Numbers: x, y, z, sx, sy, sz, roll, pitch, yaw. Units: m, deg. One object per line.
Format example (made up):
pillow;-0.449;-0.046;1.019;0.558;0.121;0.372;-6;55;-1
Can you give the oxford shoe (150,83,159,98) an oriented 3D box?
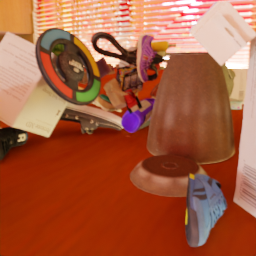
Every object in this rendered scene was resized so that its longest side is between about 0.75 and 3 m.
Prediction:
oxford shoe;1.448;-1.104;9.386;0.720;0.721;2.021;49;26;25

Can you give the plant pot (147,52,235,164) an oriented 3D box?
plant pot;1.646;-0.671;7.289;2.337;2.500;2.337;-1;17;0

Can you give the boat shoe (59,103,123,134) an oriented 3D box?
boat shoe;-1.400;-0.248;8.982;2.624;0.869;0.917;17;-7;-11

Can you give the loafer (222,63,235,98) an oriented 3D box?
loafer;2.725;-1.540;8.396;0.812;0.752;2.160;26;-10;31

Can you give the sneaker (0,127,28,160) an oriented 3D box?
sneaker;-3.116;0.302;7.302;1.072;0.700;1.916;-7;17;-29

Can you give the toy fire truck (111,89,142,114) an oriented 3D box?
toy fire truck;-0.056;-0.853;7.661;0.528;0.821;0.723;-28;26;7

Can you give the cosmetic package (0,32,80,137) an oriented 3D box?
cosmetic package;-2.761;-1.114;7.793;1.713;2.059;1.723;28;-2;18

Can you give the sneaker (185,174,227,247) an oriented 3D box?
sneaker;1.226;1.193;4.323;0.671;0.564;1.711;8;17;12

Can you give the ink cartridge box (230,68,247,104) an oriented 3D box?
ink cartridge box;4.995;-2.097;14.000;2.410;1.749;1.005;-1;13;-4

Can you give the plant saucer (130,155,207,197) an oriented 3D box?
plant saucer;0.868;0.905;5.864;1.655;0.303;1.655;1;15;0

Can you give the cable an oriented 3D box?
cable;0.119;-2.317;8.991;2.842;1.380;0.715;7;42;-19

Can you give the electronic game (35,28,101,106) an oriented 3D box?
electronic game;-1.370;-1.474;6.755;0.412;1.981;1.981;-21;2;33

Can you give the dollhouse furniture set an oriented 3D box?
dollhouse furniture set;-0.553;-1.256;8.607;1.211;1.528;1.085;-26;2;35

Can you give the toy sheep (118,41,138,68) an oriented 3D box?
toy sheep;0.130;-2.867;12.003;1.203;1.745;1.203;12;23;-5

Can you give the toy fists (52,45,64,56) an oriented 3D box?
toy fists;-2.263;-2.377;8.739;1.796;0.916;0.618;5;31;41

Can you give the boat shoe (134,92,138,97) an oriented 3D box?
boat shoe;0.097;-1.552;11.744;0.604;1.705;0.591;-10;23;-22

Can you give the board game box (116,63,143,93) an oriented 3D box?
board game box;0.062;-1.467;8.574;0.301;0.878;1.062;31;38;30

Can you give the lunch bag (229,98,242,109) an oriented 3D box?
lunch bag;4.746;-1.152;13.075;0.919;0.442;1.146;-1;15;-4

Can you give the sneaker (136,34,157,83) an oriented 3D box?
sneaker;0.527;-1.962;7.962;0.558;1.338;0.540;4;14;8

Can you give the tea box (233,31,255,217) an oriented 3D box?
tea box;3.424;0.019;4.145;2.839;2.886;1.928;-4;15;-18

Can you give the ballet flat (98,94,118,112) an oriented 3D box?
ballet flat;-0.571;-0.718;8.783;0.541;0.496;1.575;41;17;17

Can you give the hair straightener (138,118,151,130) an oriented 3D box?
hair straightener;1.173;-0.356;10.276;1.082;0.576;2.813;15;17;42

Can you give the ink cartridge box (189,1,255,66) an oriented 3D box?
ink cartridge box;1.345;-1.399;4.113;0.627;0.611;0.975;42;22;-10

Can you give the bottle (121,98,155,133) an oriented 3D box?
bottle;0.473;-0.503;8.875;0.608;0.778;1.862;41;36;7

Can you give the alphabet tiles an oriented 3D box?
alphabet tiles;-1.692;-1.398;12.415;2.812;0.210;2.875;19;10;-17
